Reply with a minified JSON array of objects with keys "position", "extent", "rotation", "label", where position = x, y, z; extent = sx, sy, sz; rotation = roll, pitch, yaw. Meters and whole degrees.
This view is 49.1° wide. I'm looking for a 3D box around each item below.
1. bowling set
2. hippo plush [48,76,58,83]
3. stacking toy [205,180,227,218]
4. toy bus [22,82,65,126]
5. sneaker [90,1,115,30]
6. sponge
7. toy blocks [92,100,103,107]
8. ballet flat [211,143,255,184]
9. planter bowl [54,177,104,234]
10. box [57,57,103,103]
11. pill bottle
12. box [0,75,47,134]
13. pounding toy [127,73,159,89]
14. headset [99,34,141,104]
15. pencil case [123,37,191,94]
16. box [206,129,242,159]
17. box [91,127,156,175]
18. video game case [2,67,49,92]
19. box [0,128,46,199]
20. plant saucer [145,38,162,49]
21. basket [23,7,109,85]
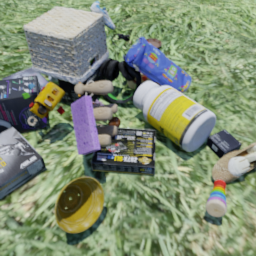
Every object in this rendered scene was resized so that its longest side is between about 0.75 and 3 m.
[{"position":[-0.978,-0.204,8.931],"extent":[1.234,1.600,2.299],"rotation":[-3,66,12],"label":"bowling set"},{"position":[-3.078,-2.232,11.583],"extent":[0.777,0.619,0.625],"rotation":[4,51,-12],"label":"hippo plush"},{"position":[2.430,1.817,7.512],"extent":[0.520,0.520,1.218],"rotation":[18,31,17],"label":"stacking toy"},{"position":[-2.532,-0.782,8.663],"extent":[1.215,1.287,0.665],"rotation":[-14,9,-29],"label":"toy bus"},{"position":[-0.864,-4.163,10.488],"extent":[0.471,1.299,0.467],"rotation":[-46,48,8],"label":"sneaker"},{"position":[-1.198,-0.049,7.693],"extent":[0.223,0.836,1.498],"rotation":[-1,76,-41],"label":"sponge"},{"position":[-1.043,-0.761,9.861],"extent":[0.711,0.640,0.761],"rotation":[21,48,36],"label":"toy blocks"},{"position":[3.457,0.960,8.326],"extent":[2.222,0.725,0.783],"rotation":[-27,84,-22],"label":"ballet flat"},{"position":[-1.305,1.818,6.922],"extent":[1.383,1.383,0.576],"rotation":[-38,29,-31],"label":"planter bowl"},{"position":[-1.741,-1.944,10.963],"extent":[1.360,1.138,1.831],"rotation":[8,48,7],"label":"box"},{"position":[1.433,-0.503,9.322],"extent":[1.461,1.461,2.625],"rotation":[-32,54,-27],"label":"pill bottle"},{"position":[-4.111,-0.721,9.510],"extent":[2.380,1.455,1.262],"rotation":[-11,43,-11],"label":"box"},{"position":[0.788,-1.903,10.871],"extent":[1.984,1.134,1.138],"rotation":[9,43,11],"label":"pounding toy"},{"position":[-0.230,-2.220,10.556],"extent":[1.572,2.546,1.196],"rotation":[3,12,22],"label":"headset"},{"position":[1.064,-2.063,9.877],"extent":[2.527,0.986,1.097],"rotation":[32,66,-24],"label":"pencil case"},{"position":[3.079,0.536,9.050],"extent":[0.727,0.415,0.798],"rotation":[-21,50,-20],"label":"box"},{"position":[-0.092,0.693,8.872],"extent":[1.923,0.474,1.535],"rotation":[3,48,3],"label":"box"},{"position":[-4.083,-1.757,11.453],"extent":[1.428,0.190,1.999],"rotation":[-30,54,-26],"label":"video game case"},{"position":[-3.921,1.166,8.308],"extent":[2.277,0.550,1.803],"rotation":[-35,56,-28],"label":"box"},{"position":[1.175,-4.093,13.734],"extent":[0.955,0.164,0.955],"rotation":[-1,45,1],"label":"plant saucer"},{"position":[-2.126,-3.022,10.079],"extent":[2.207,1.775,2.187],"rotation":[19,48,19],"label":"basket"}]
